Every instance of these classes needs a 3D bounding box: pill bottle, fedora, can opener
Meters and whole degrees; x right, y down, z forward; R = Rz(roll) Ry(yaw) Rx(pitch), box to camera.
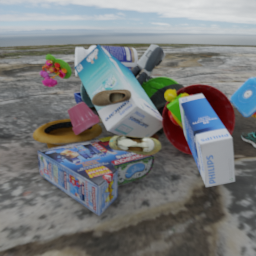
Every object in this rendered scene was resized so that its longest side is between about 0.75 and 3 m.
[{"bbox_3d":[-0.946,-2.697,11.765,2.491,1.442,1.442,0,21,-16],"label":"pill bottle"},{"bbox_3d":[-2.020,0.399,9.575,2.309,0.942,2.309,0,22,0],"label":"fedora"},{"bbox_3d":[0.364,-2.088,10.972,0.726,2.723,0.910,44,19,7],"label":"can opener"}]

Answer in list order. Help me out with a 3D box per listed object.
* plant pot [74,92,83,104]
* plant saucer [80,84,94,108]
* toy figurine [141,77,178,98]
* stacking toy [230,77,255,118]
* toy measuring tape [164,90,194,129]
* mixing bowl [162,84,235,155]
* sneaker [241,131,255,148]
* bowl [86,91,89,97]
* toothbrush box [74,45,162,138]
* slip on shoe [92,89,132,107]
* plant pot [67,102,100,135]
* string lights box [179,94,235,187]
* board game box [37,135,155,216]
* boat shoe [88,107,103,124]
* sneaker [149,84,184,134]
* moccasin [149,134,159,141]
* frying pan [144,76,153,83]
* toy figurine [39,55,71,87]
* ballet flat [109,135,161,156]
[{"bbox_3d":[-2.119,-1.309,13.966,0.911,0.819,0.911,-13,25,-30],"label":"plant pot"},{"bbox_3d":[-1.514,-1.520,11.013,0.273,1.420,1.420,10,24,24],"label":"plant saucer"},{"bbox_3d":[1.583,-1.283,12.549,2.925,2.196,2.692,25,19,22],"label":"toy figurine"},{"bbox_3d":[4.217,-0.606,8.635,1.924,1.056,1.116,28,26,-30],"label":"stacking toy"},{"bbox_3d":[2.157,-0.177,8.861,1.063,2.890,1.063,-41,16,15],"label":"toy measuring tape"},{"bbox_3d":[2.282,-0.327,9.541,2.299,2.299,1.245,2,9,4],"label":"mixing bowl"},{"bbox_3d":[4.635,0.332,10.339,0.435,0.511,1.120,-7,22,-17],"label":"sneaker"},{"bbox_3d":[-1.340,-1.451,10.897,0.455,0.971,0.971,-11,17,23],"label":"bowl"},{"bbox_3d":[-0.264,-1.097,9.635,2.151,1.253,2.938,24,30,-57],"label":"toothbrush box"},{"bbox_3d":[-0.512,-0.842,7.901,1.214,0.461,0.368,-3,10,19],"label":"slip on shoe"},{"bbox_3d":[-1.419,-0.326,8.601,0.881,0.789,0.881,-30,2,1],"label":"plant pot"},{"bbox_3d":[1.891,0.201,7.044,0.706,1.230,2.394,-12,29,5],"label":"string lights box"},{"bbox_3d":[-0.758,1.179,7.689,2.705,0.834,2.703,-10,22,-29],"label":"board game box"},{"bbox_3d":[-0.917,-0.707,11.183,2.544,0.824,0.915,-9,24,13],"label":"boat shoe"},{"bbox_3d":[1.315,-0.641,10.847,2.408,1.380,0.921,-41,48,7],"label":"sneaker"},{"bbox_3d":[0.562,0.280,10.348,1.246,0.456,0.481,20,-9,37],"label":"moccasin"},{"bbox_3d":[1.188,-1.887,12.161,1.313,0.214,0.794,11,53,-36],"label":"frying pan"},{"bbox_3d":[-2.659,-1.877,9.657,0.817,1.088,1.001,-34,19,45],"label":"toy figurine"},{"bbox_3d":[0.211,0.390,6.460,1.274,0.450,0.450,6,20,-13],"label":"ballet flat"}]
